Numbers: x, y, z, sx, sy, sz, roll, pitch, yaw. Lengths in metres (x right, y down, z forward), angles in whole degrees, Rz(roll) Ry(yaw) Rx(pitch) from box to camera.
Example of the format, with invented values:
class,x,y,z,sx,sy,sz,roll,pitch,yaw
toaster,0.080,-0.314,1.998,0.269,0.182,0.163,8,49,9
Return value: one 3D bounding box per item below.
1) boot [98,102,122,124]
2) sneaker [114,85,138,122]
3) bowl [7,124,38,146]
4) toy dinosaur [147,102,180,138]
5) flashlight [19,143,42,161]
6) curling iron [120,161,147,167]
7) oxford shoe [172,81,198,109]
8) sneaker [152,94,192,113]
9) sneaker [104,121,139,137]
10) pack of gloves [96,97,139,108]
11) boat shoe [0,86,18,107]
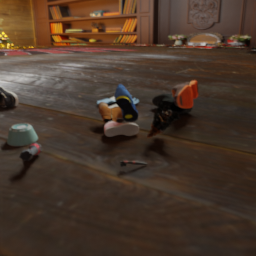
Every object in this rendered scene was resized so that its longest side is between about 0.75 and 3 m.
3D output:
class,x,y,z,sx,sy,sz,roll,pitch,yaw
boot,-0.502,-0.403,10.025,1.222,0.469,0.949,28,28,-35
sneaker,-0.032,-0.796,9.371,0.562,1.706,0.669,-11,60,10
bowl,-3.279,0.168,8.604,0.909,0.476,0.909,-1,21,0
toy dinosaur,1.022,-0.130,8.495,0.752,1.000,1.473,21,47,-6
flashlight,-2.531,0.626,7.251,0.344,0.343,1.013,31,6,-4
curling iron,0.127,0.887,7.013,0.761,0.189,0.097,2,58,-25
oxford shoe,2.051,-1.234,10.729,0.857,0.838,2.350,-2,16,27
sneaker,1.682,-0.977,11.365,1.738,0.660,0.789,14,22,35
sneaker,-0.248,-0.014,9.128,1.141,0.430,0.597,-6,23,-13
pack of gloves,-0.460,-1.248,12.388,1.443,0.339,1.717,18,29,35
boat shoe,-5.708,-1.364,12.374,2.071,0.765,0.625,24,25,31
